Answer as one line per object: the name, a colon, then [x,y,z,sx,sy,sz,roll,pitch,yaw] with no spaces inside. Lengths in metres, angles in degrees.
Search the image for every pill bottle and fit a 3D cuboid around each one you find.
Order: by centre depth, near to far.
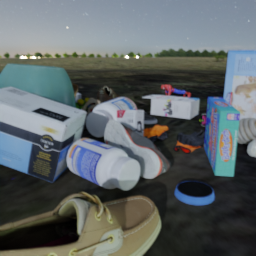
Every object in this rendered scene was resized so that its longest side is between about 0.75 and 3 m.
pill bottle: [-0.545,0.815,6.182,1.605,0.899,0.899,15,21,41]
pill bottle: [-0.583,-0.363,9.960,1.202,1.202,2.142,7,17,24]

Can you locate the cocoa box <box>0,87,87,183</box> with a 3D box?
cocoa box: [-2.393,0.091,6.827,2.235,1.467,1.491,18,18,5]

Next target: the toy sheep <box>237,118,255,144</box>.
toy sheep: [3.772,0.102,8.889,0.930,0.930,1.349,-15,-14,-43]

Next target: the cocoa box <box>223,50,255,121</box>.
cocoa box: [4.821,-1.542,10.950,1.952,2.927,1.921,7,17,23]

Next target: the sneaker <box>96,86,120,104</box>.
sneaker: [-0.980,-1.739,15.159,1.025,1.099,2.910,-1,15,8]

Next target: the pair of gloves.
pair of gloves: [1.438,0.274,9.363,2.353,0.291,2.097,9,18,29]

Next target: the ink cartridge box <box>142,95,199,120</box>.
ink cartridge box: [1.955,-1.014,13.057,2.370,0.804,1.365,9,16,28]

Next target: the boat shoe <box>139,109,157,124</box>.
boat shoe: [0.466,-0.528,11.781,1.660,0.550,0.580,12,20,36]

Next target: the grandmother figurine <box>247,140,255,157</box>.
grandmother figurine: [4.240,0.497,8.163,1.857,0.562,1.126,-10,-10,-24]

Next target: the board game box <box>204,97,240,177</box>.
board game box: [2.410,0.127,7.414,0.470,1.589,2.089,2,15,7]

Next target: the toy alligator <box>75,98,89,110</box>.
toy alligator: [-2.411,-0.989,13.613,2.109,0.625,0.572,-15,62,-39]

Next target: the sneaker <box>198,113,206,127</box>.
sneaker: [2.988,-0.264,10.636,0.697,0.588,1.594,3,4,19]

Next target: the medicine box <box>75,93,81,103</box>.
medicine box: [-3.362,-1.583,15.507,1.152,0.651,1.265,-10,17,-33]

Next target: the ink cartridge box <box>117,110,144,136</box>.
ink cartridge box: [0.054,-0.013,8.678,0.778,1.071,0.447,3,3,41]

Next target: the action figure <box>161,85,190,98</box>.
action figure: [2.800,-2.007,17.315,2.151,1.065,0.702,17,1,-32]

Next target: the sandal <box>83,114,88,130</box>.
sandal: [-2.162,-0.344,11.189,2.388,0.511,0.908,9,18,30]

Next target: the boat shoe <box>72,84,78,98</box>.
boat shoe: [-2.945,-1.062,12.506,1.061,0.960,2.976,17,30,3]

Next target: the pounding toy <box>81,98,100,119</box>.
pounding toy: [-1.597,-0.659,11.729,0.707,1.237,0.710,37,3,-13]

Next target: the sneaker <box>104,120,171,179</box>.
sneaker: [0.212,0.547,7.235,0.906,0.852,2.211,2,30,-44]

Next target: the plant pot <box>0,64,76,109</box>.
plant pot: [-3.127,-0.952,9.520,2.886,2.316,2.886,5,13,-1]

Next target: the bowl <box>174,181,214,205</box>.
bowl: [1.357,1.315,5.742,0.795,0.156,0.795,0,15,0]

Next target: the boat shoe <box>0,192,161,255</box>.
boat shoe: [-0.651,1.423,3.785,2.879,0.956,1.065,-13,20,-40]
